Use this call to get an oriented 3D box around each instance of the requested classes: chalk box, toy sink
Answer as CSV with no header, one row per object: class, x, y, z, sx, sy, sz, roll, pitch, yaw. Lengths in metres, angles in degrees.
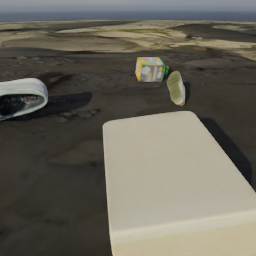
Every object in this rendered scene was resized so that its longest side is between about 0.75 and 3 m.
chalk box,1.029,-2.431,11.647,1.257,0.782,0.778,-2,39,-14
toy sink,0.506,0.911,3.938,1.554,1.335,2.384,-8,28,-4

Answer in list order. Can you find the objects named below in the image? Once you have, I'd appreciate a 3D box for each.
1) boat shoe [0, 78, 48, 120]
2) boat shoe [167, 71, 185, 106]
boat shoe,-3.351,-0.641,7.152,2.602,0.908,0.927,-16,36,-17
boat shoe,1.626,-1.300,9.326,0.490,0.448,1.311,-19,51,30
